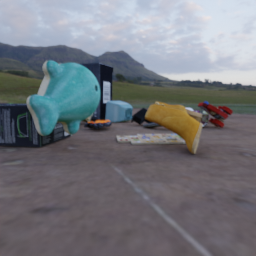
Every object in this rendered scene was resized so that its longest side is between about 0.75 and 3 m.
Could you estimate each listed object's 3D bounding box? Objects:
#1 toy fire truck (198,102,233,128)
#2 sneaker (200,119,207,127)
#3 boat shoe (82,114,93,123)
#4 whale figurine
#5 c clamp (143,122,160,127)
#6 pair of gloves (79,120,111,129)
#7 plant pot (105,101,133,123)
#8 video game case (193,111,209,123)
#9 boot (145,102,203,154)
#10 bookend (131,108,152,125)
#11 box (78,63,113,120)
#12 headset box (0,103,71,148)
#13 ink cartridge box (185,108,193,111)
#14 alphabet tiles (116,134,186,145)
[{"bbox_3d":[3.363,-0.632,11.072,1.148,0.767,1.368,33,4,0],"label":"toy fire truck"},{"bbox_3d":[2.908,-0.301,11.209,0.338,0.517,0.895,-17,-1,26],"label":"sneaker"},{"bbox_3d":[-2.207,-0.639,11.809,0.934,0.841,2.590,14,1,17],"label":"boat shoe"},{"bbox_3d":[-1.269,-0.626,5.912,1.086,1.665,2.092,-8,21,16],"label":"whale figurine"},{"bbox_3d":[1.916,-0.232,11.054,2.406,0.381,2.817,-11,-2,36],"label":"c clamp"},{"bbox_3d":[-1.775,-0.101,10.684,2.291,0.283,2.041,-2,4,4],"label":"pair of gloves"},{"bbox_3d":[-0.366,-0.735,13.581,1.039,1.017,1.020,13,13,38],"label":"plant pot"},{"bbox_3d":[3.358,-0.520,13.082,0.824,0.163,0.909,2,-25,13],"label":"video game case"},{"bbox_3d":[1.031,-0.069,6.617,1.340,0.658,1.871,14,27,9],"label":"boot"},{"bbox_3d":[0.720,-0.360,11.880,0.846,0.390,0.841,30,42,21],"label":"bookend"},{"bbox_3d":[-2.425,-1.882,14.934,2.879,2.832,1.691,2,5,21],"label":"box"},{"bbox_3d":[-2.988,-0.155,7.748,2.248,1.043,1.957,1,6,12],"label":"headset box"},{"bbox_3d":[2.970,-0.860,16.299,1.962,0.606,2.419,-2,4,-16],"label":"ink cartridge box"},{"bbox_3d":[0.677,0.306,8.006,1.997,0.075,1.669,0,7,-5],"label":"alphabet tiles"}]
